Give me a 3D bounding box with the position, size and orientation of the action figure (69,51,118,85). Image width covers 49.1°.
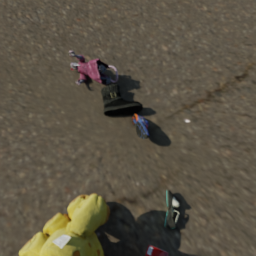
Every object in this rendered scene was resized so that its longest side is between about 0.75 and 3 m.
[{"bbox_3d":[-1.455,-2.292,10.567,1.818,1.218,1.354,20,28,35],"label":"action figure"}]

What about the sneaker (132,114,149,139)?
[{"bbox_3d":[0.508,-0.070,9.497,0.477,0.458,1.216,3,37,-20],"label":"sneaker"}]

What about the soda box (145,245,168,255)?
[{"bbox_3d":[0.499,4.085,7.266,0.581,0.642,1.834,18,62,14],"label":"soda box"}]

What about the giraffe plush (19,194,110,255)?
[{"bbox_3d":[-0.991,3.332,6.919,2.545,2.950,2.392,-39,97,-12],"label":"giraffe plush"}]

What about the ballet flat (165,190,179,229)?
[{"bbox_3d":[1.317,2.423,8.328,0.388,0.385,1.133,-1,68,16],"label":"ballet flat"}]

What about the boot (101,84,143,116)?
[{"bbox_3d":[-0.246,-1.049,10.120,1.478,0.556,1.105,-4,61,-2],"label":"boot"}]
